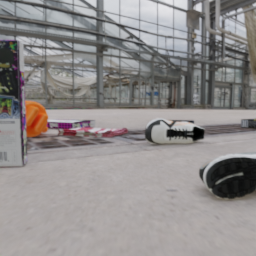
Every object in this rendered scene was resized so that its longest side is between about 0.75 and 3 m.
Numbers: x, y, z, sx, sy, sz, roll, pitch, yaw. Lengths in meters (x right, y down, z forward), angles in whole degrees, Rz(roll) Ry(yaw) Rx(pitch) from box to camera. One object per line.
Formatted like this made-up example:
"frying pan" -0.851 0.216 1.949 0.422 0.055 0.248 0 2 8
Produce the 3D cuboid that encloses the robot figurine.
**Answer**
"robot figurine" -4.350 -0.417 11.663 1.819 1.475 2.530 -9 10 -43

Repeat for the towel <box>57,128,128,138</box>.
"towel" -1.499 0.137 12.121 2.547 0.290 1.834 2 5 21

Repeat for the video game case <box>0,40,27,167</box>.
"video game case" -3.750 -0.494 5.938 2.987 2.707 0.535 -1 6 -7

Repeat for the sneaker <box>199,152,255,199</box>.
"sneaker" 2.098 0.650 4.399 2.029 0.750 0.804 -1 1 -4

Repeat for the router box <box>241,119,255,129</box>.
"router box" 7.148 -0.233 14.973 1.778 0.464 1.398 -4 7 -36

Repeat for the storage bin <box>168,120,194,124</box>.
"storage bin" 2.110 -0.003 11.846 1.316 0.617 0.890 2 6 16

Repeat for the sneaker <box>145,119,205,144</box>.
"sneaker" 1.590 0.122 9.322 2.321 0.856 0.928 -4 8 -33

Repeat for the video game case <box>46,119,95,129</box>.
"video game case" -3.301 -0.221 15.097 2.322 0.416 2.104 3 6 25
